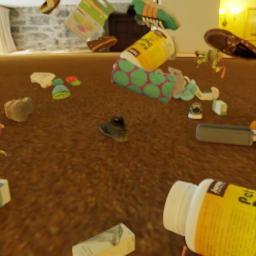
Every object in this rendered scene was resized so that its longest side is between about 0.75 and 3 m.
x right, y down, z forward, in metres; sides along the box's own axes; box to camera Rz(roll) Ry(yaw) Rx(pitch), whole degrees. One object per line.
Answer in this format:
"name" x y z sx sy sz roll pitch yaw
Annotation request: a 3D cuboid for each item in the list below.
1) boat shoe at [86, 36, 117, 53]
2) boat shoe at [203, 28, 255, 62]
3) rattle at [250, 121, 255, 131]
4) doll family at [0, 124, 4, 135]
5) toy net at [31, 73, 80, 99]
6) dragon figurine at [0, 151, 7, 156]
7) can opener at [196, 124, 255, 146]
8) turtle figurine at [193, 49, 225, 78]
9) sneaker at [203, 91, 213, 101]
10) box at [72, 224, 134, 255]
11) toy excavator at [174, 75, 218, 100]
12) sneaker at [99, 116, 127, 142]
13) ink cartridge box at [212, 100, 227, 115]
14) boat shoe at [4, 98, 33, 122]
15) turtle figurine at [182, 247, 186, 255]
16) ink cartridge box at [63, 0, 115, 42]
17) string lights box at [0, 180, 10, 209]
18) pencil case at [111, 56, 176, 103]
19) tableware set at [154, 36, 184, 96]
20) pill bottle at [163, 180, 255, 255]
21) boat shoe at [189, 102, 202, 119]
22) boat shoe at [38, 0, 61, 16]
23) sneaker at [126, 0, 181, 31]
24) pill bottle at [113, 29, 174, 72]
"boat shoe" -0.921 -3.031 9.868 1.232 0.434 0.433 -32 80 -40
"boat shoe" 3.615 -2.868 9.746 2.038 0.717 0.717 13 43 -11
"rattle" 5.083 -0.225 10.538 0.891 0.978 1.369 42 21 -5
"doll family" -5.510 -0.210 9.498 2.358 1.062 1.463 -13 23 -33
"toy net" -2.014 -1.216 7.905 0.949 0.349 1.809 -15 -6 12
"dragon figurine" -4.445 0.750 7.401 1.067 0.632 2.147 14 25 35
"can opener" 3.731 0.008 8.967 2.986 0.998 0.796 5 20 14
"turtle figurine" 3.414 -2.893 11.679 0.556 1.728 1.393 -8 7 -42
"sneaker" 4.157 -1.774 14.906 0.400 0.470 1.030 -10 21 -27
"box" -0.378 1.930 4.479 0.951 0.325 0.391 -14 24 -35
"toy excavator" 3.421 -1.889 14.612 1.911 1.965 0.982 -40 3 26
"sneaker" -0.512 -0.095 9.569 0.556 0.833 1.454 -9 19 -29
"ink cartridge box" 4.057 -0.924 12.443 0.276 0.484 0.931 -1 19 -4
"boat shoe" -4.614 -0.734 11.496 0.833 0.878 2.320 -5 10 -3
"turtle figurine" 1.042 2.092 3.998 0.836 0.334 1.036 6 20 17
"ink cartridge box" -1.358 -3.740 9.463 0.986 0.563 1.899 37 -24 -24
"string lights box" -2.773 1.471 5.536 0.284 0.496 0.965 5 20 13
"pencil case" 0.409 -1.264 7.332 1.680 0.776 0.715 20 1 4
"tableware set" 1.289 -2.175 9.656 0.255 2.195 1.833 -15 15 -21
"pill bottle" 1.702 1.518 4.317 2.178 1.190 1.190 11 22 29
"boat shoe" 2.879 -0.765 11.997 0.524 0.471 1.481 4 20 12
"boat shoe" -2.053 -3.315 7.401 0.303 0.345 0.970 6 -17 -40
"sneaker" 0.534 -2.455 6.276 1.441 0.576 0.514 44 5 31
"pill bottle" 0.466 -2.169 8.664 1.855 1.013 1.013 -40 33 -14
